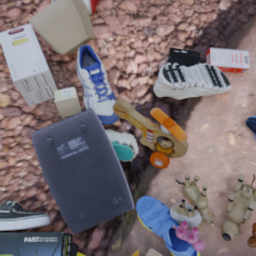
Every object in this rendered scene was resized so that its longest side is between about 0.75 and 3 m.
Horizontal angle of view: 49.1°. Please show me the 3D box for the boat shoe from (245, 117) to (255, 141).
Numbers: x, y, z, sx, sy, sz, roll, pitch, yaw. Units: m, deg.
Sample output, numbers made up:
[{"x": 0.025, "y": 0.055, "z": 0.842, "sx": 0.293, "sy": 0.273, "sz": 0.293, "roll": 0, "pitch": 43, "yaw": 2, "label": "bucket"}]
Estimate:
[{"x": 4.293, "y": 0.246, "z": 8.487, "sx": 1.618, "sy": 0.681, "sz": 0.555, "roll": 34, "pitch": 65, "yaw": 17, "label": "boat shoe"}]

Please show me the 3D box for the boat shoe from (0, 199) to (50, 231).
[{"x": -3.235, "y": 2.298, "z": 7.450, "sx": 2.317, "sy": 0.835, "sz": 0.822, "roll": -2, "pitch": 69, "yaw": 1, "label": "boat shoe"}]

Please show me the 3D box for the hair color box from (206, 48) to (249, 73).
[{"x": 3.409, "y": -2.303, "z": 9.628, "sx": 1.371, "sy": 0.420, "sz": 0.696, "roll": 3, "pitch": 78, "yaw": -5, "label": "hair color box"}]

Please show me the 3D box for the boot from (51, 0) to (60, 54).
[{"x": -2.518, "y": -4.214, "z": 10.118, "sx": 1.065, "sy": 1.384, "sz": 2.895, "roll": -8, "pitch": 67, "yaw": -3, "label": "boot"}]

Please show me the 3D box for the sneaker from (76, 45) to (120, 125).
[{"x": -1.074, "y": -1.393, "z": 8.945, "sx": 1.041, "sy": 1.219, "sz": 2.765, "roll": -23, "pitch": 69, "yaw": -12, "label": "sneaker"}]

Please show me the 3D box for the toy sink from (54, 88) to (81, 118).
[{"x": -1.917, "y": -0.863, "z": 8.795, "sx": 0.670, "sy": 1.028, "sz": 0.576, "roll": -13, "pitch": 66, "yaw": -5, "label": "toy sink"}]

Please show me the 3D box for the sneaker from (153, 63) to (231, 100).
[{"x": 2.077, "y": -1.428, "z": 9.121, "sx": 2.728, "sy": 1.106, "sz": 1.025, "roll": 0, "pitch": 61, "yaw": -22, "label": "sneaker"}]

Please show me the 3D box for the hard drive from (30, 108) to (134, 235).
[{"x": -1.193, "y": 1.130, "z": 7.530, "sx": 1.951, "sy": 0.612, "sz": 2.893, "roll": -23, "pitch": 91, "yaw": -2, "label": "hard drive"}]

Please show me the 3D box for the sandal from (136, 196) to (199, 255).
[{"x": 1.051, "y": 2.606, "z": 7.279, "sx": 0.854, "sy": 0.936, "sz": 2.150, "roll": -43, "pitch": 70, "yaw": -16, "label": "sandal"}]

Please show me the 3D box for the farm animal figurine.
[{"x": 2.333, "y": 2.288, "z": 7.332, "sx": 2.497, "sy": 1.255, "sz": 2.016, "roll": -2, "pitch": 43, "yaw": 3, "label": "farm animal figurine"}]

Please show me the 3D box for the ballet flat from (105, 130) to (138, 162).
[{"x": -1.138, "y": 0.415, "z": 8.407, "sx": 2.924, "sy": 1.049, "sz": 1.049, "roll": 9, "pitch": 66, "yaw": 1, "label": "ballet flat"}]

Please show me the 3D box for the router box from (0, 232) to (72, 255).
[{"x": -2.639, "y": 3.499, "z": 6.821, "sx": 2.358, "sy": 0.733, "sz": 1.767, "roll": -4, "pitch": 65, "yaw": 6, "label": "router box"}]

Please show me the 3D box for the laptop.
[{"x": 1.938, "y": -2.238, "z": 9.958, "sx": 1.135, "sy": 0.661, "sz": 1.280, "roll": 11, "pitch": 40, "yaw": 4, "label": "laptop"}]

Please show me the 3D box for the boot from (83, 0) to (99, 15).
[{"x": -0.806, "y": -5.570, "z": 11.006, "sx": 2.020, "sy": 1.014, "sz": 2.800, "roll": 2, "pitch": 62, "yaw": -1, "label": "boot"}]

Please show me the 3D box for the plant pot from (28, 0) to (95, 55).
[{"x": -1.941, "y": -3.230, "z": 9.050, "sx": 1.542, "sy": 1.544, "sz": 1.367, "roll": -28, "pitch": 104, "yaw": 15, "label": "plant pot"}]

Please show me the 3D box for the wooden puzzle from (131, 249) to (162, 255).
[{"x": 0.678, "y": 3.682, "z": 6.990, "sx": 1.661, "sy": 0.194, "sz": 1.120, "roll": 40, "pitch": 87, "yaw": 6, "label": "wooden puzzle"}]

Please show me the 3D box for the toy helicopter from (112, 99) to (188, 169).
[{"x": 0.634, "y": 0.007, "z": 7.733, "sx": 2.436, "sy": 1.611, "sz": 0.961, "roll": 37, "pitch": 59, "yaw": -6, "label": "toy helicopter"}]

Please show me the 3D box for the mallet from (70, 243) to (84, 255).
[{"x": -1.041, "y": 3.471, "z": 7.254, "sx": 1.302, "sy": 0.268, "sz": 0.429, "roll": 27, "pitch": 69, "yaw": 9, "label": "mallet"}]

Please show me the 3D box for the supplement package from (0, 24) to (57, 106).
[{"x": -3.173, "y": -1.999, "z": 9.039, "sx": 1.082, "sy": 1.520, "sz": 1.951, "roll": -22, "pitch": 68, "yaw": -10, "label": "supplement package"}]
